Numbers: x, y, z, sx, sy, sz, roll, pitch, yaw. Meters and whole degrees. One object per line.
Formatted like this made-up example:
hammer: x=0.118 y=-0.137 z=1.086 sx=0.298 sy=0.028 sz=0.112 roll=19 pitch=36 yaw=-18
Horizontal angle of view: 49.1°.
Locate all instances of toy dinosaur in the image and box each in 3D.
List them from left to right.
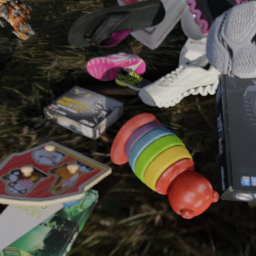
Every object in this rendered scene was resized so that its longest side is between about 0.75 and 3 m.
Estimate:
toy dinosaur: x=-2.390 y=-2.679 z=5.756 sx=1.080 sy=1.592 sz=0.813 roll=-26 pitch=39 yaw=7

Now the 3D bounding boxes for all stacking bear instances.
stacking bear: x=0.840 y=0.890 z=6.197 sx=1.469 sy=1.376 sz=2.420 roll=-23 pitch=50 yaw=-25

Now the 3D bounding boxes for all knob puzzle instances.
knob puzzle: x=-1.872 y=0.930 z=6.192 sx=2.571 sy=0.357 sz=2.571 roll=6 pitch=24 yaw=-3

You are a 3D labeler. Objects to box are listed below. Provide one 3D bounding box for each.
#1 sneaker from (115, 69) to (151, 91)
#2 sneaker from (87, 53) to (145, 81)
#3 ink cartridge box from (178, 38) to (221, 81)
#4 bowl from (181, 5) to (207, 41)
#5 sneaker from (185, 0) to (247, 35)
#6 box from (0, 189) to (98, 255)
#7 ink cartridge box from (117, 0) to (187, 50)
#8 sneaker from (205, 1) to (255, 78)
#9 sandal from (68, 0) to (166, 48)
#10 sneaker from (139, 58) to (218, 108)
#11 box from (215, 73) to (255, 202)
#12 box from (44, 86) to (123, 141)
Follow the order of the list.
sneaker: x=0.163 y=-1.695 z=9.771 sx=1.343 sy=0.568 sz=0.500 roll=14 pitch=43 yaw=16
sneaker: x=-0.454 y=-2.287 z=10.362 sx=2.109 sy=0.858 sz=0.930 roll=0 pitch=29 yaw=-1
ink cartridge box: x=3.150 y=-2.868 z=10.774 sx=1.845 sy=1.065 sz=2.536 roll=15 pitch=42 yaw=17
bowl: x=2.341 y=-3.316 z=8.621 sx=1.301 sy=1.301 sz=0.585 roll=-9 pitch=26 yaw=-11
sneaker: x=1.949 y=-2.066 z=5.274 sx=1.198 sy=2.511 sz=0.992 roll=-30 pitch=20 yaw=27
box: x=-1.760 y=1.924 z=5.576 sx=1.562 sy=0.393 sz=2.164 roll=14 pitch=42 yaw=16
ink cartridge box: x=0.829 y=-3.984 z=8.365 sx=1.209 sy=2.922 sz=2.140 roll=39 pitch=90 yaw=13
sneaker: x=1.984 y=-0.883 z=3.136 sx=1.289 sy=0.843 sz=2.243 roll=4 pitch=11 yaw=-28
sandal: x=-0.260 y=-2.176 z=6.074 sx=2.238 sy=0.841 sz=0.536 roll=-16 pitch=67 yaw=6
sneaker: x=1.685 y=-1.544 z=9.128 sx=2.967 sy=1.202 sz=1.115 roll=-19 pitch=45 yaw=-19
box: x=2.305 y=0.119 z=3.659 sx=2.158 sy=0.470 sz=1.729 roll=4 pitch=63 yaw=7
box: x=-1.312 y=-0.500 z=8.425 sx=1.874 sy=0.453 sz=1.485 roll=22 pitch=45 yaw=24
